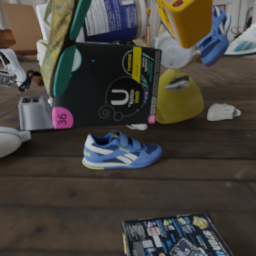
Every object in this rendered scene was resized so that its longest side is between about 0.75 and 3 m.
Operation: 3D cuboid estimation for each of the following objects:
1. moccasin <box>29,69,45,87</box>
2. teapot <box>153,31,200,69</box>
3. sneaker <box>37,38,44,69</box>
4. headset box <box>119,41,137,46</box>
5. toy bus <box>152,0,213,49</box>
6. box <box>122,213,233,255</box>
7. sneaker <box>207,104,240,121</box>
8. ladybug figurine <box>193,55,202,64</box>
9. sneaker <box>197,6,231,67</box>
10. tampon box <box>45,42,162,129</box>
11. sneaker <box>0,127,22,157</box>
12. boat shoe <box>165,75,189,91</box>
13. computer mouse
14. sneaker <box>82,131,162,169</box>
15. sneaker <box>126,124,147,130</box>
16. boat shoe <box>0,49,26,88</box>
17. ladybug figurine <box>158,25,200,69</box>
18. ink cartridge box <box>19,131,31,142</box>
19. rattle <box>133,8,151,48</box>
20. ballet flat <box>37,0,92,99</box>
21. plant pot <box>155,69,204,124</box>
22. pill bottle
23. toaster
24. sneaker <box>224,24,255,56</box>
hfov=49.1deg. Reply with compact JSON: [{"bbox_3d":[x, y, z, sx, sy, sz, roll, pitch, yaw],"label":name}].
[{"bbox_3d":[-3.488,-1.965,10.606,0.452,0.477,1.237,-8,30,-28],"label":"moccasin"},{"bbox_3d":[1.641,-2.703,9.339,1.382,1.400,1.023,-30,18,42],"label":"teapot"},{"bbox_3d":[-2.192,-2.780,9.510,1.257,1.088,2.901,-12,49,3],"label":"sneaker"},{"bbox_3d":[-0.247,-4.145,13.633,1.374,0.713,1.847,9,36,-34],"label":"headset box"},{"bbox_3d":[1.003,-2.100,4.999,0.745,0.897,2.290,-37,-11,12],"label":"toy bus"},{"bbox_3d":[0.714,1.876,3.770,1.399,0.405,1.760,-3,19,-9],"label":"box"},{"bbox_3d":[3.668,-0.571,10.794,1.610,0.615,0.648,-17,34,-36],"label":"sneaker"},{"bbox_3d":[3.161,-3.209,11.078,0.658,1.241,1.829,20,-28,-18],"label":"ladybug figurine"},{"bbox_3d":[2.197,-2.536,7.594,0.900,0.809,2.189,32,51,-21],"label":"sneaker"},{"bbox_3d":[-0.703,-1.132,6.966,2.515,1.885,1.587,-4,19,-23],"label":"tampon box"},{"bbox_3d":[-3.821,0.713,6.761,2.597,0.949,0.920,-18,43,-31],"label":"sneaker"},{"bbox_3d":[1.461,-1.320,8.291,0.372,0.335,1.052,13,-8,-25],"label":"boat shoe"},{"bbox_3d":[-3.441,-1.428,7.944,1.392,0.763,0.305,6,42,-40],"label":"computer mouse"},{"bbox_3d":[-0.113,0.526,7.084,2.071,0.852,0.766,-3,17,-12],"label":"sneaker"},{"bbox_3d":[0.280,-0.053,9.715,0.309,0.319,0.873,-27,23,-35],"label":"sneaker"},{"bbox_3d":[-4.026,-2.037,9.678,0.556,1.510,0.494,-39,-13,35],"label":"boat shoe"},{"bbox_3d":[2.146,-3.491,10.668,1.896,2.793,1.005,25,11,21],"label":"ladybug figurine"},{"bbox_3d":[-3.596,0.358,8.169,1.286,0.282,1.298,-9,-2,-26],"label":"ink cartridge box"},{"bbox_3d":[0.951,-3.598,11.473,1.995,1.425,1.299,55,4,25],"label":"rattle"},{"bbox_3d":[-1.163,-1.500,4.675,0.727,2.057,0.727,18,29,-11],"label":"ballet flat"},{"bbox_3d":[1.527,-0.963,10.271,1.431,2.016,2.016,-36,31,-15],"label":"plant pot"},{"bbox_3d":[-1.042,-3.114,8.067,2.867,1.592,1.592,-16,22,-14],"label":"pill bottle"},{"bbox_3d":[-2.992,-0.504,9.828,1.571,1.031,1.737,-6,20,-14],"label":"toaster"},{"bbox_3d":[4.300,-3.027,9.665,0.904,0.954,2.362,-12,7,-43],"label":"sneaker"}]
